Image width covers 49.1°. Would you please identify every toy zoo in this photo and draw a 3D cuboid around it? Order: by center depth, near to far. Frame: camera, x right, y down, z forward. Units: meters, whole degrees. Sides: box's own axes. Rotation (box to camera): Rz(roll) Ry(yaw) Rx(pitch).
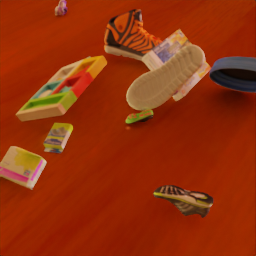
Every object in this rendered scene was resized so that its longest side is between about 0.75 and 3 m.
[{"bbox_3d":[-1.879,-1.365,8.587,1.953,0.305,2.977,-5,40,38],"label":"toy zoo"}]

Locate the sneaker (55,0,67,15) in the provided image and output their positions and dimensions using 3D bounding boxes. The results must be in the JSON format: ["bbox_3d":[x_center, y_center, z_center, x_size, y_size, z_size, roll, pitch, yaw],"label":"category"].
[{"bbox_3d":[-3.053,-5.602,13.127,0.466,0.424,1.055,10,52,1],"label":"sneaker"}]

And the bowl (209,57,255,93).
[{"bbox_3d":[3.500,-1.574,8.378,2.055,2.055,0.403,15,86,13],"label":"bowl"}]

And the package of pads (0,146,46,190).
[{"bbox_3d":[-2.636,0.947,6.919,1.047,0.357,0.809,16,66,19],"label":"package of pads"}]

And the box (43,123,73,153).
[{"bbox_3d":[-1.947,0.259,7.763,0.545,0.213,0.895,5,50,14],"label":"box"}]

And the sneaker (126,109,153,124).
[{"bbox_3d":[0.343,-0.265,8.205,0.845,0.354,0.324,-15,48,13],"label":"sneaker"}]

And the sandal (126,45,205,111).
[{"bbox_3d":[1.125,-1.325,8.164,2.602,0.640,1.059,-32,75,24],"label":"sandal"}]

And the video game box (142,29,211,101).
[{"bbox_3d":[1.644,-2.112,9.255,1.767,0.454,1.939,50,58,-7],"label":"video game box"}]

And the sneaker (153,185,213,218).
[{"bbox_3d":[1.145,1.600,6.005,1.263,0.511,0.467,12,17,19],"label":"sneaker"}]

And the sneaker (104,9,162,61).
[{"bbox_3d":[0.572,-3.280,9.938,2.881,1.614,1.118,11,27,3],"label":"sneaker"}]
